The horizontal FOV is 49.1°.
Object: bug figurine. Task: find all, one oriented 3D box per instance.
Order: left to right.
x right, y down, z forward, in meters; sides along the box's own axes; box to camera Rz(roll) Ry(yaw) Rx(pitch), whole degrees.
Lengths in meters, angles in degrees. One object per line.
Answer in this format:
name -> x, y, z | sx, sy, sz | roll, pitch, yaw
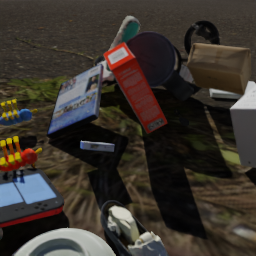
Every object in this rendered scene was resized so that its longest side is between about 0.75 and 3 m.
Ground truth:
bug figurine -> -3.538, 0.361, 7.580 | 2.298, 0.762, 2.963 | -15, 38, -12

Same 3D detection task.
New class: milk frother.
milk frother -> 1.613, -2.708, 9.854 | 2.705, 2.997, 2.819 | 27, 16, 8

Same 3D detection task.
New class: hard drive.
hard drive -> 4.149, -1.525, 11.051 | 1.783, 0.234, 1.176 | 5, 36, 6

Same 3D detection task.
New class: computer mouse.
computer mouse -> 1.584, -0.288, 8.417 | 0.256, 0.873, 0.149 | 12, 68, 45

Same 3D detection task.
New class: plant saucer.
plant saucer -> -1.155, 2.380, 4.529 | 2.074, 0.521, 2.074 | 0, 32, 0

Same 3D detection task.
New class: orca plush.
orca plush -> -0.563, -2.396, 11.663 | 1.503, 1.016, 2.857 | 21, 53, 11

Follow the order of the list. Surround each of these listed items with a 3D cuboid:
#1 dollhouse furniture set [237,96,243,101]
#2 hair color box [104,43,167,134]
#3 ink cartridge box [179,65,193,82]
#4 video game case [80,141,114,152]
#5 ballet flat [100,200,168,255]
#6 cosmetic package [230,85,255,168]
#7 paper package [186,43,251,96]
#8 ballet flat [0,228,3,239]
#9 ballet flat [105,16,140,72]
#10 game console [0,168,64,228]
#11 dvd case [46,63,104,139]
dollhouse furniture set -> 4.048, -0.691, 8.829 | 0.774, 0.548, 0.842 | -1, 63, -18
hair color box -> 0.240, -1.116, 8.169 | 0.739, 2.412, 1.224 | -28, 38, 5
ink cartridge box -> 2.365, -2.309, 11.863 | 0.888, 0.515, 0.301 | 17, 6, -26
video game case -> -0.786, 0.461, 7.007 | 0.749, 0.188, 0.826 | 5, -3, -14
ballet flat -> 0.132, 2.001, 4.963 | 0.753, 0.753, 2.060 | -20, 37, -29
cosmetic package -> 4.444, -0.322, 6.622 | 2.768, 1.707, 2.776 | 5, 31, 47
paper package -> 3.115, -1.973, 9.489 | 1.800, 0.931, 1.716 | 16, -10, 29
ballet flat -> -3.272, 2.012, 5.059 | 1.837, 0.625, 0.618 | -1, 38, 1
ballet flat -> -0.244, -3.114, 10.372 | 0.797, 2.222, 0.797 | 22, 35, -17
game console -> -2.299, 1.385, 5.937 | 1.480, 0.260, 1.673 | -1, 22, -39
dvd case -> -1.605, -0.900, 8.791 | 1.767, 0.217, 2.476 | -22, 43, 23
